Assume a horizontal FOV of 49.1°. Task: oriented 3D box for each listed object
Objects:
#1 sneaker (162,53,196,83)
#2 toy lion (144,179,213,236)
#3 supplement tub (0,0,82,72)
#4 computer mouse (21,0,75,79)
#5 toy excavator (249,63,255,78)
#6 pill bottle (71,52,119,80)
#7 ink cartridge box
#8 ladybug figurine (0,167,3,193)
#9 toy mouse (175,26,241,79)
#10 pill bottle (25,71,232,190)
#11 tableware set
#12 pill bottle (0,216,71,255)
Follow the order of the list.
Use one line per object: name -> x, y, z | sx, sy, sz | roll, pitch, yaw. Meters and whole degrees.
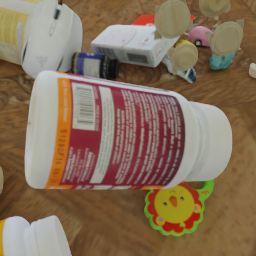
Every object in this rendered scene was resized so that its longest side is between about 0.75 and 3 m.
sneaker -> 1.431, -1.663, 7.926 | 1.144, 0.496, 0.429 | 47, 52, 1
toy lion -> 1.070, 1.347, 5.883 | 1.671, 0.574, 1.602 | -20, 66, -13
supplement tub -> -2.747, -2.627, 7.664 | 2.554, 1.857, 1.857 | 19, 58, 11
computer mouse -> -1.411, -2.026, 5.436 | 1.244, 0.498, 2.268 | 16, 93, -23
toy excavator -> 4.377, -1.803, 7.897 | 1.522, 0.760, 1.480 | 19, 56, 27
pill bottle -> -0.896, -1.691, 7.749 | 1.237, 0.692, 0.692 | 7, 57, 4
ink cartridge box -> 0.478, -2.881, 8.255 | 2.092, 0.734, 2.574 | 17, 60, 33
ladybug figurine -> -3.356, 0.996, 5.288 | 1.750, 0.927, 2.578 | -23, 29, -23
toy mouse -> 2.427, -2.454, 8.287 | 2.163, 0.471, 2.434 | -4, 50, -9
pill bottle -> 0.025, 0.118, 3.784 | 2.557, 1.401, 1.401 | 6, 53, -24
tableware set -> 1.295, -1.784, 5.096 | 1.686, 1.408, 0.196 | -23, 35, 2
pill bottle -> -2.366, 2.419, 4.519 | 2.746, 1.500, 1.500 | -18, 58, -11
